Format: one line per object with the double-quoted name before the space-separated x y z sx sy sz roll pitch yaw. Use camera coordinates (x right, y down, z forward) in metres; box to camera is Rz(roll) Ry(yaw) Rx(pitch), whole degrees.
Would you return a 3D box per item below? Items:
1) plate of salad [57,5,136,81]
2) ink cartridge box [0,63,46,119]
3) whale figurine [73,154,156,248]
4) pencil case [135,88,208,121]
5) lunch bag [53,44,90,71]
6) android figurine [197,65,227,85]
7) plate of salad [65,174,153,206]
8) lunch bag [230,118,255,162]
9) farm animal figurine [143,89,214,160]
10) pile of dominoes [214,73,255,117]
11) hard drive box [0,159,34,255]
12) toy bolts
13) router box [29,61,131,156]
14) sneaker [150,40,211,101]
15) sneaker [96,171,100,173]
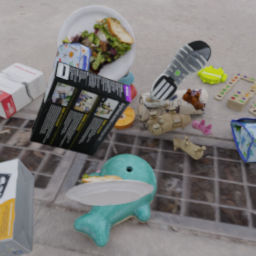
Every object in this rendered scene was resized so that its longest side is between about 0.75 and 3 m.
"plate of salad" -1.091 -2.932 10.093 2.850 2.850 0.685 -9 13 -10
"ink cartridge box" -5.240 -1.731 12.613 1.846 1.042 2.515 22 47 23
"whale figurine" -0.326 1.940 8.148 2.262 1.475 2.843 31 52 17
"pencil case" 1.785 -0.979 11.750 2.912 1.302 1.133 -6 71 -7
"lunch bag" -1.559 -1.629 7.797 1.092 1.363 0.515 9 3 32
"android figurine" 4.244 -2.666 14.192 1.452 0.328 1.596 18 44 19
"plate of salad" -0.340 1.122 5.146 1.592 1.592 0.382 -4 63 -4
"lunch bag" 4.907 0.268 10.324 1.735 1.300 2.041 3 28 0
"farm animal figurine" 1.822 -0.082 10.480 2.506 1.321 2.533 2 70 7
"pile of dominoes" 5.635 -1.721 13.038 2.337 0.477 2.999 27 49 27
"hard drive box" -2.839 1.626 5.091 2.023 0.777 1.576 -15 51 0
"toy bolts" -0.527 -1.535 11.589 2.484 1.803 2.600 29 58 27
"router box" -1.369 -0.340 7.550 1.954 2.619 0.669 17 47 -22
"sneaker" 1.336 -1.565 8.000 2.154 1.244 0.808 -43 94 -10
"sneaker" -0.556 1.612 9.467 1.048 0.414 0.500 -18 51 -8
